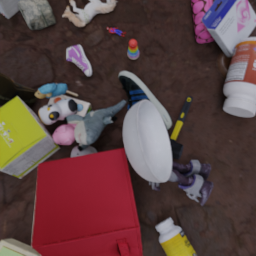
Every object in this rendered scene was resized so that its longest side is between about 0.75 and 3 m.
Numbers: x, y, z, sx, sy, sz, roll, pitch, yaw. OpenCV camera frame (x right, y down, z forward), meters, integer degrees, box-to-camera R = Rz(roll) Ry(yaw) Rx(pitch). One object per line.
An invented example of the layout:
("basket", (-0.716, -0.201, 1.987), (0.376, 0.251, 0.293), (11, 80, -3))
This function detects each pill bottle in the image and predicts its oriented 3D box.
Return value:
("pill bottle", (1.421, 3.495, 8.467), (0.786, 0.786, 1.403), (-28, 74, -9))
("pill bottle", (4.133, -1.696, 9.691), (1.392, 1.392, 2.482), (17, 83, 6))

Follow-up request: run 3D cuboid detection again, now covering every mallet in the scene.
("mallet", (1.854, -0.062, 9.539), (0.869, 0.543, 2.638), (24, 60, 20))

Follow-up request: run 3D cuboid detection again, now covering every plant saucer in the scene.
("plant saucer", (4.246, -2.458, 10.745), (1.629, 0.280, 1.629), (0, 72, 0))

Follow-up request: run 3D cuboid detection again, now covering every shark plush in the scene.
("shark plush", (-0.796, -0.111, 9.032), (1.092, 2.623, 1.192), (-7, 102, 39))

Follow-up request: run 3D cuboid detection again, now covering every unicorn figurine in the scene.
("unicorn figurine", (-1.508, -4.929, 11.383), (1.512, 0.813, 2.201), (38, 90, 2))

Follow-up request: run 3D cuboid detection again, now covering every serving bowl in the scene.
("serving bowl", (0.423, 0.390, 7.190), (0.699, 2.124, 2.124), (-16, 70, 24))

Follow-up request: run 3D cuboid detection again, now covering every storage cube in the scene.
("storage cube", (-1.018, 2.320, 7.715), (2.445, 2.325, 2.720), (-10, 47, -4))

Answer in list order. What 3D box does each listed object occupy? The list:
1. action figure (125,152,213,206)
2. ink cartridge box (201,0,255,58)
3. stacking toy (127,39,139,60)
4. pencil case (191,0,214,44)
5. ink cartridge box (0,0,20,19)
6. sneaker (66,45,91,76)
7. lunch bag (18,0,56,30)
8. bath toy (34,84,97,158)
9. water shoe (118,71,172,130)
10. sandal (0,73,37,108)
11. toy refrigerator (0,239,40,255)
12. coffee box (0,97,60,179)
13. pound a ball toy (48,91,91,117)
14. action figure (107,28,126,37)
("action figure", (1.139, 1.303, 8.725), (2.986, 1.943, 1.036), (21, 116, -6))
("ink cartridge box", (3.788, -3.932, 10.261), (1.909, 0.413, 1.874), (41, 81, -29))
("stacking toy", (0.189, -2.916, 10.250), (0.455, 1.066, 0.455), (0, 79, 1))
("pencil case", (3.041, -4.431, 11.028), (0.959, 0.990, 2.113), (-4, 71, -1))
("ink cartridge box", (-4.511, -5.358, 10.832), (0.486, 1.939, 1.572), (41, 76, 7))
("sneaker", (-1.890, -2.422, 10.424), (0.721, 0.458, 1.264), (-25, 85, -31))
("lunch bag", (-3.659, -4.615, 11.122), (1.108, 0.920, 1.320), (-26, 73, -10))
("bath toy", (-1.941, 0.022, 9.030), (1.279, 1.087, 2.942), (-27, 95, -16))
("water shoe", (0.351, -0.853, 9.840), (1.073, 0.972, 2.719), (-39, 74, -8))
("sandal", (-3.981, -1.289, 9.014), (1.130, 2.765, 0.755), (-47, 73, 11))
("toy refrigerator", (-2.650, 4.203, 8.167), (2.577, 0.902, 0.978), (20, 72, 6))
("coffee box", (-3.513, 0.359, 9.030), (1.688, 1.669, 1.685), (-38, 76, -10))
("pound a ball toy", (-2.128, -0.958, 10.019), (1.620, 0.688, 1.057), (18, 72, 5))
("action figure", (-0.495, -3.891, 11.278), (0.785, 0.203, 0.257), (19, 75, 9))
